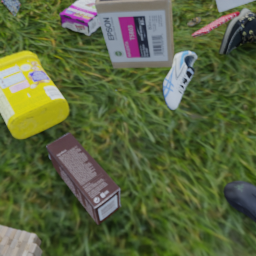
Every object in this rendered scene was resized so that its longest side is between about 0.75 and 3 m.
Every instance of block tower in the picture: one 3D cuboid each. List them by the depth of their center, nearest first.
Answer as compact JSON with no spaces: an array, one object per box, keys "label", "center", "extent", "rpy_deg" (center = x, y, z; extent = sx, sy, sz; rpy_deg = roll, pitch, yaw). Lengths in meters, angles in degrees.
[{"label":"block tower","center":[-3.228,2.693,6.700],"extent":[2.320,0.671,0.627],"rpy_deg":[12,52,7]}]

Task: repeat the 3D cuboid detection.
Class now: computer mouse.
[{"label":"computer mouse","center":[3.450,1.975,7.361],"extent":[1.862,0.491,1.290],"rpy_deg":[31,59,23]}]

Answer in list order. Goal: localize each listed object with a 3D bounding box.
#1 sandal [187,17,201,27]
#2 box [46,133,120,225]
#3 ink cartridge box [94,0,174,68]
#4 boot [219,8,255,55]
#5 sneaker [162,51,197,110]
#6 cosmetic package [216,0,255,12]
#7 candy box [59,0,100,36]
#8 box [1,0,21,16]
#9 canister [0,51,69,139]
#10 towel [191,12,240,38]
[{"label":"sandal","center":[3.114,-5.017,13.142],"extent":[0.863,0.233,0.347],"rpy_deg":[-36,59,-25]},{"label":"box","center":[-1.193,1.319,7.487],"extent":[0.850,1.136,2.269],"rpy_deg":[-34,60,-24]},{"label":"ink cartridge box","center":[0.251,-2.383,6.780],"extent":[1.641,1.992,0.748],"rpy_deg":[0,59,12]},{"label":"boot","center":[5.293,-3.748,11.582],"extent":[2.303,1.100,3.049],"rpy_deg":[29,57,19]},{"label":"sneaker","center":[1.505,-1.414,8.106],"extent":[0.695,0.689,1.917],"rpy_deg":[-2,63,46]},{"label":"cosmetic package","center":[3.173,-4.049,8.044],"extent":[1.188,0.732,1.192],"rpy_deg":[-8,38,32]},{"label":"candy box","center":[-1.846,-5.331,13.087],"extent":[1.568,0.701,2.299],"rpy_deg":[24,55,18]},{"label":"box","center":[-3.936,-4.215,9.440],"extent":[0.150,0.752,0.515],"rpy_deg":[21,82,7]},{"label":"canister","center":[-3.489,-1.155,9.433],"extent":[2.077,1.210,2.796],"rpy_deg":[-28,58,-20]},{"label":"towel","center":[3.178,-3.742,10.227],"extent":[1.512,0.170,1.093],"rpy_deg":[-31,16,-5]}]
